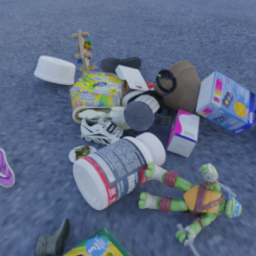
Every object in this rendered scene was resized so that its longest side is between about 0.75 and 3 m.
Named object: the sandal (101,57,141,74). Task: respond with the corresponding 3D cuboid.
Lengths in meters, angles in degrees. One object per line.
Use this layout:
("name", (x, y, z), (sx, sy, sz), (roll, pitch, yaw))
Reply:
("sandal", (-0.414, -3.359, 15.073), (2.435, 0.926, 0.521), (-11, 31, -31))

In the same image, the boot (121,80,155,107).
("boot", (0.262, -1.570, 12.535), (2.489, 0.901, 1.796), (-23, 41, -40))

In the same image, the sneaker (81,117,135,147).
("sneaker", (-0.750, 0.118, 10.116), (2.152, 0.952, 0.797), (11, 36, 12))

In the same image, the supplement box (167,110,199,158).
("supplement box", (1.977, 0.173, 9.996), (0.802, 0.819, 1.585), (21, 39, 4))

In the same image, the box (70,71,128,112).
("box", (-1.178, -1.435, 12.021), (1.971, 1.202, 1.898), (9, 37, 11))

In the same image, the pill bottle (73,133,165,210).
("pill bottle", (-0.173, 1.127, 8.203), (2.510, 1.501, 1.501), (-26, 43, -31))

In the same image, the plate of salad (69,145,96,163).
("plate of salad", (-1.551, 0.883, 9.615), (0.986, 0.237, 0.986), (-2, 34, 1))

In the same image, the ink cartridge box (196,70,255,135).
("ink cartridge box", (3.835, -0.848, 10.519), (2.341, 0.894, 1.597), (27, 60, -16))

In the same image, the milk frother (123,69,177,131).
("milk frother", (0.851, -1.038, 9.979), (1.663, 1.843, 1.733), (1, 20, 19))

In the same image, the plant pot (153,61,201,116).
("plant pot", (2.391, -1.406, 11.613), (2.106, 2.106, 1.836), (-25, 61, -31))

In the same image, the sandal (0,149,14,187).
("sandal", (-3.829, 1.212, 8.426), (0.503, 0.304, 1.235), (-22, 86, -17))

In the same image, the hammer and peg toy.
("hammer and peg toy", (-1.731, -2.911, 11.450), (0.652, 1.850, 1.361), (-9, 72, 0))

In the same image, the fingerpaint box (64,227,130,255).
("fingerpaint box", (-0.532, 3.454, 5.523), (1.939, 0.853, 2.325), (-26, 43, -31))

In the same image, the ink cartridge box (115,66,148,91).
("ink cartridge box", (0.181, -1.992, 11.812), (1.095, 0.323, 1.367), (5, 49, -38))

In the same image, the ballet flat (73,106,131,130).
("ballet flat", (-0.829, -0.430, 10.746), (2.729, 0.948, 0.948), (1, 36, 4))

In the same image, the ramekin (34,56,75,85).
("ramekin", (-3.491, -2.802, 13.571), (1.904, 0.928, 1.904), (15, 16, -5))

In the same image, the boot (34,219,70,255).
("boot", (-1.894, 2.698, 6.977), (0.709, 0.368, 1.086), (-5, 27, 7))

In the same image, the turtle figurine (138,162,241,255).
("turtle figurine", (1.454, 1.789, 6.954), (2.489, 1.847, 2.567), (11, 28, 26))
